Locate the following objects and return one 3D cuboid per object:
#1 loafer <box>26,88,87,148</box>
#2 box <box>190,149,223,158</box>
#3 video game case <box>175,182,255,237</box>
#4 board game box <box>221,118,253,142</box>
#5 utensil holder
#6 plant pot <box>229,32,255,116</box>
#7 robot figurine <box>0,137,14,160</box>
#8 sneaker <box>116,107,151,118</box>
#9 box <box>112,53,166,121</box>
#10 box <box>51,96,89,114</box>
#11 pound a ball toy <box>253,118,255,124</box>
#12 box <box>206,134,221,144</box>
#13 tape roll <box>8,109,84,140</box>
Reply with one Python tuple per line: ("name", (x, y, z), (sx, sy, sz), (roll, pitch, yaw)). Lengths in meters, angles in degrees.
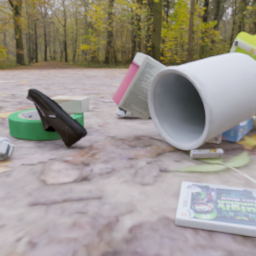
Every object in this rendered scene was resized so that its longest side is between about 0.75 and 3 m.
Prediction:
("loafer", (-2.194, -0.291, 7.909), (2.272, 0.811, 0.829), (39, -1, 21))
("box", (1.936, 0.634, 6.897), (0.777, 0.161, 0.150), (-2, 34, -2))
("video game case", (1.567, 1.301, 4.665), (1.431, 0.167, 1.301), (4, 16, 14))
("board game box", (2.691, -0.152, 9.545), (2.542, 0.465, 1.923), (12, 19, 34))
("utensil holder", (2.192, -0.807, 7.677), (2.548, 2.165, 2.165), (-20, 23, -30))
("plant pot", (4.553, -1.749, 9.274), (2.200, 2.412, 2.424), (-1, 35, -23))
("robot figurine", (-3.332, 0.492, 6.951), (0.977, 0.552, 0.828), (5, -24, 19))
("sneaker", (0.757, -1.004, 11.228), (2.476, 1.120, 0.823), (1, 26, -3))
("box", (0.411, -1.229, 8.336), (1.051, 1.645, 0.896), (26, 11, -23))
("box", (-2.034, -0.814, 9.745), (1.262, 0.491, 0.599), (4, 17, 20))
("pound a ball toy", (4.718, -0.172, 9.785), (0.757, 0.322, 0.494), (20, 43, 18))
("box", (2.061, 0.217, 8.520), (1.463, 0.283, 0.303), (7, 18, 26))
("tape roll", (-2.733, -0.196, 9.489), (2.451, 0.589, 2.451), (0, 15, 0))
